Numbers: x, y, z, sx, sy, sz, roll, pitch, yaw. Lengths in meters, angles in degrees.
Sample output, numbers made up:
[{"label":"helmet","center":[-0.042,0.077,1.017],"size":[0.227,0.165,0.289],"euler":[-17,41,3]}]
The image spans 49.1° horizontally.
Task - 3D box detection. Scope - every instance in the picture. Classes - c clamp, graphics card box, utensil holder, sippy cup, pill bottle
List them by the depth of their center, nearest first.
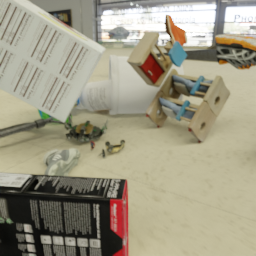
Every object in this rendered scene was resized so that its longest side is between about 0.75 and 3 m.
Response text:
[{"label":"graphics card box","center":[-1.245,1.568,4.508],"size":[2.519,1.580,0.641],"euler":[1,22,5]},{"label":"c clamp","center":[-3.908,0.068,9.387],"size":[2.872,0.389,2.453],"euler":[-20,14,-35]},{"label":"sippy cup","center":[-2.951,-1.341,11.594],"size":[1.664,2.271,1.783],"euler":[-15,10,-21]},{"label":"utensil holder","center":[0.669,-1.835,12.151],"size":[2.960,2.515,2.515],"euler":[0,21,-6]},{"label":"pill bottle","center":[-1.328,-1.401,12.393],"size":[2.281,1.304,1.304],"euler":[-2,18,29]}]

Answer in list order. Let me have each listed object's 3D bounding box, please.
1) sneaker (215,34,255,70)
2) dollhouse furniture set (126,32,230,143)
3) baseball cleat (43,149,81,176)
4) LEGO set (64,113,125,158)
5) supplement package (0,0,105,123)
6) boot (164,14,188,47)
[{"label":"sneaker","center":[3.739,-2.234,8.571],"size":[1.021,1.007,2.608],"euler":[-14,29,-22]},{"label":"dollhouse furniture set","center":[1.521,-1.278,9.257],"size":[2.112,2.100,2.997],"euler":[22,-13,45]},{"label":"baseball cleat","center":[-1.942,1.027,7.447],"size":[0.969,0.635,1.822],"euler":[-1,11,13]},{"label":"LEGO set","center":[-1.248,0.336,9.316],"size":[1.651,0.720,2.542],"euler":[-11,37,-22]},{"label":"supplement package","center":[-2.291,-1.943,7.554],"size":[2.734,2.010,2.614],"euler":[29,14,-12]},{"label":"boot","center":[2.080,-4.271,12.235],"size":[0.826,1.541,0.578],"euler":[-21,15,-2]}]
